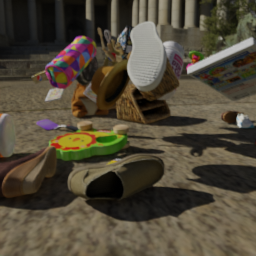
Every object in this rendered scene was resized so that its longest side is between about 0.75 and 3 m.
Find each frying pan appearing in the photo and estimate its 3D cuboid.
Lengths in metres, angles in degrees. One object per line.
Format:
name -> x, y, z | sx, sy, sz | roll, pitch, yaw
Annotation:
frying pan -> -1.973, -2.770, 11.702 | 0.421, 1.564, 2.586 | 14, -12, 25

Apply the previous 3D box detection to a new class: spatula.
spatula -> -2.964, -0.010, 12.765 | 2.991, 0.307, 0.845 | 9, 17, 32

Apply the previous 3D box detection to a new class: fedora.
fedora -> -0.613, -1.421, 8.639 | 0.728, 1.786, 1.786 | 31, 23, 16

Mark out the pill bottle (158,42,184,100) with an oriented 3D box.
pill bottle -> 1.709, -2.630, 12.713 | 1.407, 2.482, 1.407 | 15, -28, 8

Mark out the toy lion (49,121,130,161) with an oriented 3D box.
toy lion -> -1.405, 0.524, 9.789 | 2.422, 0.831, 2.321 | 5, 21, 21

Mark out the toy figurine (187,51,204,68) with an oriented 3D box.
toy figurine -> 2.511, -2.405, 10.856 | 0.617, 0.757, 0.822 | 22, -21, 13

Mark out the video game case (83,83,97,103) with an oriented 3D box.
video game case -> -1.166, -1.452, 11.177 | 0.975, 0.888, 0.112 | 36, 0, 13

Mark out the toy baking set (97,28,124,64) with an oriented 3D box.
toy baking set -> -0.687, -3.347, 11.562 | 0.190, 1.634, 1.254 | -39, -12, -27

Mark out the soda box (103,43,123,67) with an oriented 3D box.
soda box -> -0.778, -2.932, 12.939 | 0.579, 1.810, 0.613 | 19, -4, 4

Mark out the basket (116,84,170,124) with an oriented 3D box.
basket -> 0.916, -1.442, 15.287 | 2.013, 1.929, 2.702 | 10, 17, 40

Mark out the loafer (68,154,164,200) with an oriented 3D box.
loafer -> -0.136, 1.220, 6.441 | 2.384, 0.906, 0.804 | -11, 20, -21

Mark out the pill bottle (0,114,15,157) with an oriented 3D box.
pill bottle -> -5.097, 0.290, 9.014 | 2.508, 1.432, 1.432 | -2, 13, -8

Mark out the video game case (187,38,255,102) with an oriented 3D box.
video game case -> 3.643, -1.693, 9.003 | 2.964, 0.267, 2.123 | 17, -25, -40

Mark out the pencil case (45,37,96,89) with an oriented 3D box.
pencil case -> -1.759, -2.089, 8.782 | 0.924, 0.924, 2.090 | 5, 41, 20

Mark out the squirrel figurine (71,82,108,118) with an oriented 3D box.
squirrel figurine -> -2.564, -2.242, 16.840 | 2.094, 2.762, 2.959 | -7, 15, -27

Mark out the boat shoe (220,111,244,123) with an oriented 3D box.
boat shoe -> 5.336, -0.595, 14.680 | 1.719, 0.605, 0.604 | -1, 13, -37

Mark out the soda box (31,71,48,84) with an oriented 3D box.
soda box -> -3.817, -2.366, 12.724 | 1.073, 0.364, 0.344 | -17, 23, 18

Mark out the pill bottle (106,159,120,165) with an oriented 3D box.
pill bottle -> -0.375, 1.150, 7.303 | 0.540, 0.540, 0.988 | 7, 15, 29

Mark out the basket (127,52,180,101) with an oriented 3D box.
basket -> 0.731, -2.064, 10.617 | 1.424, 1.995, 1.486 | -32, 14, -17

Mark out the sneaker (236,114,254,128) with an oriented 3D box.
sneaker -> 5.610, -0.310, 13.492 | 0.526, 0.555, 1.374 | 0, 14, -6

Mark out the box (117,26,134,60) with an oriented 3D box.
box -> -0.197, -4.074, 13.881 | 0.393, 1.359, 1.710 | 7, -6, -18

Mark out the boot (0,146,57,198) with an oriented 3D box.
boot -> -2.995, 1.009, 7.239 | 1.928, 0.839, 2.318 | 2, 15, 3

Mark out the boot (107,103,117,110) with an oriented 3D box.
boot -> -1.256, -1.594, 18.959 | 2.480, 0.897, 2.063 | -1, 1, 0

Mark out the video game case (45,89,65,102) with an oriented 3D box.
video game case -> -3.472, -1.599, 13.335 | 0.870, 0.100, 0.791 | -8, 48, 20

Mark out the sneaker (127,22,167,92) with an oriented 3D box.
sneaker -> 0.650, -1.731, 7.407 | 1.002, 1.110, 2.710 | -16, 44, 21
